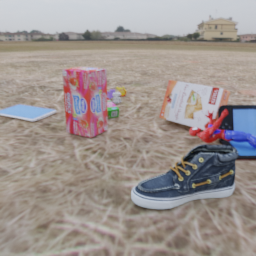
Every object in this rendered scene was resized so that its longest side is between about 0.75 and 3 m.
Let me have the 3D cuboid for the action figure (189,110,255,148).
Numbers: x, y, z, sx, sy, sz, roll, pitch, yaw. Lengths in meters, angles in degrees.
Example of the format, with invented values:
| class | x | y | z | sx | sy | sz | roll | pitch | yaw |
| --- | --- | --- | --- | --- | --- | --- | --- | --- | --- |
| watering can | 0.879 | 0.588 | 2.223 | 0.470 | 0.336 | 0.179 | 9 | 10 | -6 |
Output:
| class | x | y | z | sx | sy | sz | roll | pitch | yaw |
| --- | --- | --- | --- | --- | --- | --- | --- | --- | --- |
| action figure | 3.533 | -0.072 | 9.436 | 2.858 | 1.415 | 0.933 | 3 | -15 | 21 |

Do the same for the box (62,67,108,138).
| class | x | y | z | sx | sy | sz | roll | pitch | yaw |
| --- | --- | --- | --- | --- | --- | --- | --- | --- | --- |
| box | -1.614 | -1.019 | 10.747 | 1.244 | 2.496 | 1.192 | 11 | 21 | 28 |

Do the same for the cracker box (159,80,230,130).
| class | x | y | z | sx | sy | sz | roll | pitch | yaw |
| --- | --- | --- | --- | --- | --- | --- | --- | --- | --- |
| cracker box | 2.640 | -0.906 | 11.446 | 2.537 | 1.699 | 0.732 | 18 | 6 | 41 |

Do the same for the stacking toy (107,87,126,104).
| class | x | y | z | sx | sy | sz | roll | pitch | yaw |
| --- | --- | --- | --- | --- | --- | --- | --- | --- | --- |
| stacking toy | -1.484 | -1.866 | 15.974 | 2.623 | 0.616 | 1.978 | 0 | 18 | 6 |

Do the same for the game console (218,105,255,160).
| class | x | y | z | sx | sy | sz | roll | pitch | yaw |
| --- | --- | --- | --- | --- | --- | --- | --- | --- | --- |
| game console | 4.415 | 0.086 | 9.535 | 2.312 | 1.992 | 1.372 | 0 | -6 | 0 |

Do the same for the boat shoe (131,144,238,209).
| class | x | y | z | sx | sy | sz | roll | pitch | yaw |
| --- | --- | --- | --- | --- | --- | --- | --- | --- | --- |
| boat shoe | 1.379 | 1.094 | 6.827 | 2.715 | 1.232 | 0.961 | -6 | 21 | -15 |

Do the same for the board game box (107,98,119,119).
| class | x | y | z | sx | sy | sz | roll | pitch | yaw |
| --- | --- | --- | --- | --- | --- | --- | --- | --- | --- |
| board game box | -1.614 | -1.065 | 13.259 | 1.624 | 0.428 | 2.122 | -11 | 35 | -28 |

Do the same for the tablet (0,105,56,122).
| class | x | y | z | sx | sy | sz | roll | pitch | yaw |
| --- | --- | --- | --- | --- | --- | --- | --- | --- | --- |
| tablet | -4.886 | -0.722 | 13.339 | 2.509 | 0.171 | 1.633 | 9 | 22 | 25 |
